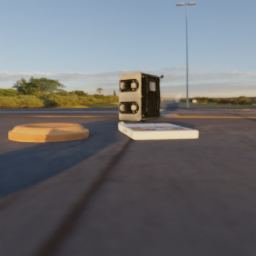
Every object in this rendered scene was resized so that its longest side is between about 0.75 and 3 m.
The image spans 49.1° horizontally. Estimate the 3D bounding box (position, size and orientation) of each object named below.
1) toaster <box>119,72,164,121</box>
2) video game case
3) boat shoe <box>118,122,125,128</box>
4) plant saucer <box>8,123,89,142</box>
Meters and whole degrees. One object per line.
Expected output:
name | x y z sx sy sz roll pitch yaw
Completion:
toaster | 0.721 -1.778 15.965 1.723 2.626 2.904 3 6 32
video game case | 0.807 0.082 8.896 1.869 0.235 2.610 -1 5 -11
boat shoe | -0.178 -0.081 10.580 0.242 0.276 0.774 3 1 -15
plant saucer | -2.269 0.094 8.126 2.227 0.359 2.227 -1 6 0
